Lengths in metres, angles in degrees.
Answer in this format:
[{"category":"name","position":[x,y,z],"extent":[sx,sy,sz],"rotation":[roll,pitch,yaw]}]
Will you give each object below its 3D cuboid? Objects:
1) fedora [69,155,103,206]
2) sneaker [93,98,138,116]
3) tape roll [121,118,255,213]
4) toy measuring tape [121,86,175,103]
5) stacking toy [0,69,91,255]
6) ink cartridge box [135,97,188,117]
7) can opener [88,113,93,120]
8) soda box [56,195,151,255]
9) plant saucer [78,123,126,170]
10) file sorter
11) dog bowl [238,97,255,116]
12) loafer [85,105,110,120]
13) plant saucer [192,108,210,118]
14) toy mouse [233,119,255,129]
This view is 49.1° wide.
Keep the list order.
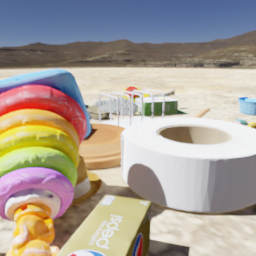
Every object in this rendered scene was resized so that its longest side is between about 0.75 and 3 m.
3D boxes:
[{"category":"fedora","position":[-1.315,0.867,5.191],"extent":[1.668,0.680,1.668],"rotation":[1,15,0]},{"category":"sneaker","position":[-0.463,-0.927,11.859],"extent":[1.950,0.745,0.785],"rotation":[7,7,19]},{"category":"tape roll","position":[1.287,0.559,5.700],"extent":[2.839,0.993,2.839],"rotation":[0,16,0]},{"category":"toy measuring tape","position":[0.676,-1.537,12.774],"extent":[2.884,1.061,1.061],"rotation":[-18,19,-12]},{"category":"stacking toy","position":[-1.251,0.650,3.771],"extent":[1.677,1.585,2.889],"rotation":[-14,44,-4]},{"category":"ink cartridge box","position":[1.450,-0.955,12.020],"extent":[2.084,0.618,1.082],"rotation":[-5,16,-18]},{"category":"can opener","position":[-1.457,-0.102,7.900],"extent":[0.514,0.644,1.925],"rotation":[37,18,-8]},{"category":"soda box","position":[-0.311,1.489,2.847],"extent":[0.657,0.695,2.054],"rotation":[5,15,18]},{"category":"plant saucer","position":[-0.994,0.359,7.408],"extent":[2.703,0.506,2.703],"rotation":[-1,16,0]},{"category":"file sorter","position":[0.108,-0.607,9.591],"extent":[1.979,1.232,1.373],"rotation":[-10,18,-32]},{"category":"dog bowl","position":[5.931,-0.954,12.035],"extent":[2.485,0.616,1.385],"rotation":[-4,16,-12]},{"category":"loafer","position":[-1.363,-0.647,11.132],"extent":[1.434,0.484,0.545],"rotation":[9,18,31]},{"category":"plant saucer","position":[2.125,-0.269,8.929],"extent":[0.181,1.121,1.121],"rotation":[51,32,9]},{"category":"toy mouse","position":[3.932,-0.151,9.808],"extent":[1.141,0.221,1.014],"rotation":[-12,19,-38]}]
